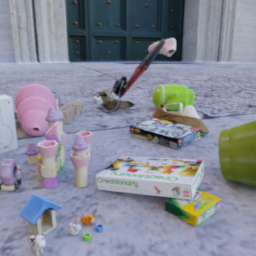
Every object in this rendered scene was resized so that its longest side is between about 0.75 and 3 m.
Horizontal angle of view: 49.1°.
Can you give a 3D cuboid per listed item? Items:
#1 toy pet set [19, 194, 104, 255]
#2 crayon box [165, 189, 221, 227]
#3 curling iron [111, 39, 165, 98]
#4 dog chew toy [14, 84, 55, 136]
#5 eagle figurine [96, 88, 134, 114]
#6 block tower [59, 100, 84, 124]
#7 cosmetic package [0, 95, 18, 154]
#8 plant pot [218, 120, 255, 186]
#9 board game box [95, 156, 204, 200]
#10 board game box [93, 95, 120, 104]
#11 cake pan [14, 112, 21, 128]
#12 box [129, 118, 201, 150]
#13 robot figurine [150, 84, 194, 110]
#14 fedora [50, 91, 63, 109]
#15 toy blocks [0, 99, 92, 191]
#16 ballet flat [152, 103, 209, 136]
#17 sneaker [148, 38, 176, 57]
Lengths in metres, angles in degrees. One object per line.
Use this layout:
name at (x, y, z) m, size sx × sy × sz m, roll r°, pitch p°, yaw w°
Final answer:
toy pet set at (-1.350, 1.723, 5.341) m, size 1.239 × 0.705 × 1.327 m, roll 14°, pitch 22°, yaw 37°
crayon box at (1.427, 1.679, 6.142) m, size 0.952 × 0.278 × 0.822 m, roll -17°, pitch 23°, yaw -40°
curling iron at (0.405, -1.882, 8.719) m, size 0.333 × 0.646 × 2.607 m, roll 36°, pitch 70°, yaw 18°
dog chew toy at (-3.785, -0.670, 11.407) m, size 1.647 × 1.647 × 2.645 m, roll -5°, pitch 37°, yaw -15°
eagle figurine at (-0.839, -1.357, 14.742) m, size 1.443 × 1.435 × 1.902 m, roll -45°, pitch 68°, yaw -8°
block tower at (-2.764, -0.775, 13.342) m, size 0.629 × 0.674 × 2.331 m, roll 3°, pitch 16°, yaw 9°
cosmetic package at (-4.786, 0.065, 8.697) m, size 0.627 × 1.830 × 2.428 m, roll 15°, pitch 24°, yaw 41°
plant pot at (3.411, 0.640, 7.062) m, size 2.020 × 2.098 × 2.098 m, roll -6°, pitch 13°, yaw 28°
board game box at (0.574, 1.173, 7.017) m, size 2.370 × 0.410 × 1.496 m, roll 0°, pitch 14°, yaw 25°
board game box at (-1.321, -1.740, 17.017) m, size 1.426 × 0.244 × 0.958 m, roll -7°, pitch 19°, yaw -21°
cake pan at (-5.396, -0.299, 12.293) m, size 1.904 × 0.349 × 1.904 m, roll 0°, pitch 17°, yaw 0°
box at (1.383, 0.159, 10.682) m, size 2.257 × 0.450 × 1.545 m, roll 15°, pitch 23°, yaw 40°
robot figurine at (2.296, -1.606, 14.809) m, size 2.271 × 1.314 × 1.993 m, roll 1°, pitch 27°, yaw 1°
fedora at (-4.482, -1.355, 14.348) m, size 2.475 × 1.117 × 2.189 m, roll -3°, pitch 18°, yaw -9°
toy blocks at (-2.153, 0.360, 7.629) m, size 2.275 × 1.915 × 2.126 m, roll -1°, pitch 18°, yaw -5°
ballet flat at (2.185, -0.505, 11.691) m, size 0.962 × 1.026 × 2.837 m, roll 10°, pitch 6°, yaw -41°
sneaker at (1.750, -4.008, 14.438) m, size 1.512 × 0.790 × 0.569 m, roll -13°, pitch -22°, yaw 24°
